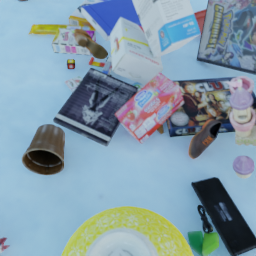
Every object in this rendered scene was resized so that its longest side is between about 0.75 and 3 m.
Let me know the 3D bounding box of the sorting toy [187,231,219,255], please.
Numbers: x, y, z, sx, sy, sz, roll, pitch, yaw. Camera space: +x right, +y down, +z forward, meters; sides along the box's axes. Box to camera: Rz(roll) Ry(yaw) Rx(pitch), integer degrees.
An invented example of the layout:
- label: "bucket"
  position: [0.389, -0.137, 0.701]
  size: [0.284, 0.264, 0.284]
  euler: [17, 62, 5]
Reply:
- label: "sorting toy"
  position: [0.737, 2.829, 5.688]
  size: [1.913, 0.381, 2.588]
  euler: [34, 59, 24]

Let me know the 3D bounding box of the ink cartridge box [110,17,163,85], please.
- label: "ink cartridge box"
  position: [0.240, -2.529, 9.264]
  size: [1.439, 0.827, 1.982]
  euler: [16, 48, -26]

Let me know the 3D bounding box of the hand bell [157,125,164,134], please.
- label: "hand bell"
  position: [0.766, -0.369, 8.209]
  size: [0.639, 0.639, 1.228]
  euler: [-17, 66, -13]

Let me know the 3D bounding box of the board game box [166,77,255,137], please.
- label: "board game box"
  position: [2.444, -0.690, 8.395]
  size: [2.741, 0.474, 1.857]
  euler: [-5, 52, -4]

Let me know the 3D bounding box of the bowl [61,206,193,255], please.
- label: "bowl"
  position: [-0.074, 2.467, 4.782]
  size: [2.666, 1.434, 2.666]
  euler: [-3, 55, 4]

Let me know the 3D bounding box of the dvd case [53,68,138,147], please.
- label: "dvd case"
  position: [-0.870, -0.688, 8.160]
  size: [1.652, 0.177, 2.222]
  euler: [24, 58, 6]

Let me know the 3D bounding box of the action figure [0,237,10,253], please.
- label: "action figure"
  position: [-3.328, 2.667, 5.707]
  size: [1.715, 1.277, 1.149]
  euler: [-8, 81, -29]

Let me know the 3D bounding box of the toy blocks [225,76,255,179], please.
- label: "toy blocks"
  position: [3.473, -0.189, 6.039]
  size: [2.553, 2.299, 2.732]
  euler: [1, 60, 23]

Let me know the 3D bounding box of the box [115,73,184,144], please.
- label: "box"
  position: [0.601, -0.534, 7.598]
  size: [1.716, 0.856, 0.819]
  euler: [-44, 59, -4]

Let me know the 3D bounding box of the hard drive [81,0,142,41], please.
- label: "hard drive"
  position: [-0.093, -4.527, 11.190]
  size: [2.950, 0.374, 1.946]
  euler: [-26, 63, -25]

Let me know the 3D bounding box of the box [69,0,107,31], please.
- label: "box"
  position: [-1.503, -4.839, 11.737]
  size: [1.171, 0.408, 1.966]
  euler: [17, 51, 13]

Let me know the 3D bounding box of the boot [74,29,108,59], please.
- label: "boot"
  position: [-1.337, -2.970, 9.843]
  size: [1.264, 0.485, 0.982]
  euler: [16, 33, -33]

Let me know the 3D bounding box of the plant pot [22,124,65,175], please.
- label: "plant pot"
  position: [-2.081, 0.504, 7.193]
  size: [1.021, 1.021, 1.011]
  euler: [0, 45, 0]

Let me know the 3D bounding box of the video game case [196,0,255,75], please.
- label: "video game case"
  position: [3.524, -3.190, 8.735]
  size: [2.430, 2.689, 0.343]
  euler: [25, 32, 33]

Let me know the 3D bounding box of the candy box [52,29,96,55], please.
- label: "candy box"
  position: [-1.994, -3.215, 10.415]
  size: [1.422, 0.434, 0.970]
  euler: [4, 53, 4]

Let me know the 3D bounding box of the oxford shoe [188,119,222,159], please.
- label: "oxford shoe"
  position: [2.012, 0.288, 7.351]
  size: [0.432, 0.440, 1.213]
  euler: [33, 85, -13]

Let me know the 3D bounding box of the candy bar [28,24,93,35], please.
- label: "candy bar"
  position: [-2.657, -3.822, 10.996]
  size: [2.495, 0.276, 0.622]
  euler: [4, 53, 3]

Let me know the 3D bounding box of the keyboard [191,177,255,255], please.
- label: "keyboard"
  position: [2.048, 1.992, 6.406]
  size: [1.078, 0.230, 1.796]
  euler: [-8, 50, -23]

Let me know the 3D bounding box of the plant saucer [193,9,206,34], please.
- label: "plant saucer"
  position: [3.469, -4.114, 11.189]
  size: [1.861, 0.342, 1.865]
  euler: [-23, 56, -17]

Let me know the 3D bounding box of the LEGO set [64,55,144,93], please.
- label: "LEGO set"
  position: [-0.800, -1.629, 9.038]
  size: [2.195, 0.721, 2.938]
  euler: [-26, 55, -24]

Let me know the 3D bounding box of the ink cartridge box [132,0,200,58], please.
- label: "ink cartridge box"
  position: [0.860, -3.624, 7.942]
  size: [0.939, 1.631, 2.817]
  euler: [-23, 96, -10]
